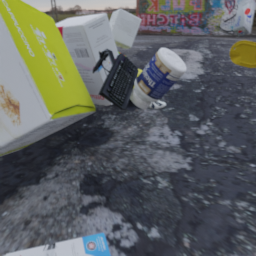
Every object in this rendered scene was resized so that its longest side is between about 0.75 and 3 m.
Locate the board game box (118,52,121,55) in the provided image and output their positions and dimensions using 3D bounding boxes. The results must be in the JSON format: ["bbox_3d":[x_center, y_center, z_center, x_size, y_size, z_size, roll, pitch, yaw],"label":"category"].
[{"bbox_3d":[-1.595,-3.027,11.954,2.849,0.678,1.447,35,78,16],"label":"board game box"}]

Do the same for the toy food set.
[{"bbox_3d":[3.000,-1.743,6.793,1.021,0.601,0.334,23,15,22],"label":"toy food set"}]

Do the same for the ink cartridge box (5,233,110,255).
[{"bbox_3d":[-1.319,2.643,4.568,2.186,0.741,1.268,-7,25,-15],"label":"ink cartridge box"}]

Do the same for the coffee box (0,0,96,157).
[{"bbox_3d":[-2.857,-0.977,6.424,2.809,2.836,2.840,-25,2,12],"label":"coffee box"}]

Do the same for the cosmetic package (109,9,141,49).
[{"bbox_3d":[-0.288,-4.528,12.964,1.144,1.386,1.143,19,6,-23],"label":"cosmetic package"}]

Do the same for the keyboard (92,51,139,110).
[{"bbox_3d":[-0.361,-1.424,7.392,1.286,0.208,2.024,33,41,-15],"label":"keyboard"}]

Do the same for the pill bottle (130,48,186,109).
[{"bbox_3d":[0.716,-1.244,7.416,0.871,1.570,0.871,25,38,-22],"label":"pill bottle"}]

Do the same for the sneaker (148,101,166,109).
[{"bbox_3d":[1.177,-1.468,13.758,1.371,0.892,0.547,10,26,20],"label":"sneaker"}]

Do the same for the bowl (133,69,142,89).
[{"bbox_3d":[0.045,-2.524,14.762,2.551,1.373,2.551,-12,11,2],"label":"bowl"}]

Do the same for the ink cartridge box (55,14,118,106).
[{"bbox_3d":[-1.402,-2.377,9.937,2.108,2.856,1.223,13,44,40],"label":"ink cartridge box"}]

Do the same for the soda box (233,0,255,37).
[{"bbox_3d":[2.399,-2.292,5.773,0.240,0.758,0.259,28,-17,-31],"label":"soda box"}]
